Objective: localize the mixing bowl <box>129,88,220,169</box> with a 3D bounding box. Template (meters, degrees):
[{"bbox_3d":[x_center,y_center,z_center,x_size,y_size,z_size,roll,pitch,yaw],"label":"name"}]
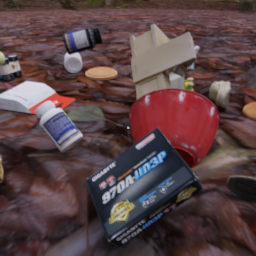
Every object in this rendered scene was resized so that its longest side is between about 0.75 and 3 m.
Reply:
[{"bbox_3d":[1.070,0.279,6.845,2.301,2.301,1.246,4,51,8],"label":"mixing bowl"}]

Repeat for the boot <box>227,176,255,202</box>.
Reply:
[{"bbox_3d":[2.968,1.235,6.528,1.448,0.561,1.002,16,25,2],"label":"boot"}]

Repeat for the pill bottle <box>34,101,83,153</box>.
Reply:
[{"bbox_3d":[-1.962,-0.058,7.810,1.360,0.755,0.755,51,42,2],"label":"pill bottle"}]

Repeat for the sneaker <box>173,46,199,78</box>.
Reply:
[{"bbox_3d":[2.089,-2.207,9.506,0.522,1.204,0.451,41,8,26],"label":"sneaker"}]

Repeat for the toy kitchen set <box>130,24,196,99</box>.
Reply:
[{"bbox_3d":[1.727,-2.138,10.211,2.231,2.735,2.467,-18,-24,31],"label":"toy kitchen set"}]

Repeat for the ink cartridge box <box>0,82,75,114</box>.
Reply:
[{"bbox_3d":[-3.548,-1.180,10.927,2.323,0.663,1.888,5,28,19],"label":"ink cartridge box"}]

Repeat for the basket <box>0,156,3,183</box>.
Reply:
[{"bbox_3d":[-3.710,0.709,6.807,1.053,1.099,1.475,-22,34,-34],"label":"basket"}]

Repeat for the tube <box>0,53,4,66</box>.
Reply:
[{"bbox_3d":[-4.078,-1.976,7.611,0.474,0.424,1.632,-28,-2,18],"label":"tube"}]

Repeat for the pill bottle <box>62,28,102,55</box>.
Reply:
[{"bbox_3d":[-1.434,-2.769,8.883,1.162,0.650,0.650,-16,30,-3],"label":"pill bottle"}]

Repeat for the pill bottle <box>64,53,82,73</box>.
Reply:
[{"bbox_3d":[-2.951,-3.571,14.965,0.910,0.910,1.605,-5,29,-10],"label":"pill bottle"}]

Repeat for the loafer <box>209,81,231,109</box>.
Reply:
[{"bbox_3d":[3.561,-1.321,10.954,0.767,0.850,2.247,8,20,17],"label":"loafer"}]

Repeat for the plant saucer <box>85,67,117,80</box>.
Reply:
[{"bbox_3d":[-1.362,-2.784,14.201,1.622,0.262,1.622,1,28,0],"label":"plant saucer"}]

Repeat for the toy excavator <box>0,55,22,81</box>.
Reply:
[{"bbox_3d":[-6.304,-3.098,14.203,2.003,1.001,1.948,2,26,22],"label":"toy excavator"}]

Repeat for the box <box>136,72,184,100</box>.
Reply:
[{"bbox_3d":[1.298,-1.541,11.077,2.122,0.872,0.725,-26,37,-37],"label":"box"}]

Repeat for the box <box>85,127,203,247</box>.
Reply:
[{"bbox_3d":[0.226,1.082,5.415,1.907,0.439,1.516,-36,44,4],"label":"box"}]

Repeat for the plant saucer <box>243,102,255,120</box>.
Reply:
[{"bbox_3d":[4.913,-0.616,10.165,1.381,0.258,1.381,-1,28,0],"label":"plant saucer"}]

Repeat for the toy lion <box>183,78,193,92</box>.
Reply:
[{"bbox_3d":[2.359,-1.875,12.480,1.058,0.379,1.103,-1,27,14],"label":"toy lion"}]
